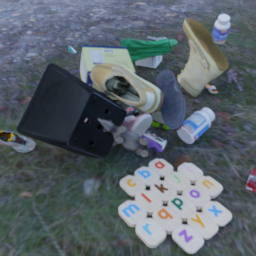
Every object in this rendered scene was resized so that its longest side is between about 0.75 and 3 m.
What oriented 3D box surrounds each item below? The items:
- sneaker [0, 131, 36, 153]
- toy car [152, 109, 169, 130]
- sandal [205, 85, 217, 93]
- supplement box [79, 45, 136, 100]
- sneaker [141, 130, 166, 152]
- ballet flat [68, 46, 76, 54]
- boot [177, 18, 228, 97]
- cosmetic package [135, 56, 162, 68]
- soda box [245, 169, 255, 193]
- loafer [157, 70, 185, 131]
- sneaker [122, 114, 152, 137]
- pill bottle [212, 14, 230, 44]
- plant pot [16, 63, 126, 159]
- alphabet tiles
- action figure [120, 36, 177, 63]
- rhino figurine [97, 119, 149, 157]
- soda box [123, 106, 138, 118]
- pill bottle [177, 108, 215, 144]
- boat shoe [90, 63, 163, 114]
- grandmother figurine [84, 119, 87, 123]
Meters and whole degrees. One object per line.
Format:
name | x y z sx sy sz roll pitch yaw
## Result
sneaker | -3.703 0.446 9.181 1.323 0.543 0.515 17 68 -20
toy car | 1.359 -0.588 10.569 0.823 0.857 1.043 14 30 7
sandal | 3.762 -1.824 12.727 0.300 0.225 0.784 -12 39 -15
supplement box | -0.920 -2.338 11.853 2.001 1.343 1.999 -2 50 -17
sneaker | 0.715 0.428 9.432 0.491 0.508 1.219 -5 27 -42
ballet flat | -3.238 -4.499 16.253 0.267 0.267 0.768 -22 47 -26
boot | 2.724 -2.934 11.810 1.011 2.159 2.778 -17 70 -32
cosmetic package | 1.106 -3.760 14.866 1.133 0.697 1.129 15 40 19
soda box | 4.142 1.702 7.921 1.424 0.451 0.498 21 43 24
loafer | 1.384 -0.807 8.585 0.763 0.668 2.122 -19 57 20
sneaker | 0.168 -0.150 8.977 0.626 1.664 0.870 -14 64 -26
pill bottle | 3.774 -4.005 11.364 0.602 1.073 0.602 -2 58 3
plant pot | -1.409 -0.267 8.121 1.981 2.233 2.228 23 86 42
alphabet tiles | 1.223 1.989 7.749 2.884 0.210 2.821 -27 46 -30
action figure | 1.075 -3.894 13.560 2.609 1.541 0.713 -4 56 14
rhino figurine | -0.128 0.200 7.084 1.590 0.475 0.695 31 0 7
soda box | -0.227 -0.408 10.719 1.307 0.414 0.462 -28 46 -32
pill bottle | 2.376 -0.108 9.705 1.315 0.738 0.738 -38 49 -20
boat shoe | -0.328 -1.322 8.245 2.927 1.049 1.115 28 17 40
grandmother figurine | -1.523 -0.623 10.965 1.010 0.505 1.666 26 46 17
